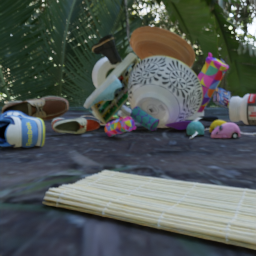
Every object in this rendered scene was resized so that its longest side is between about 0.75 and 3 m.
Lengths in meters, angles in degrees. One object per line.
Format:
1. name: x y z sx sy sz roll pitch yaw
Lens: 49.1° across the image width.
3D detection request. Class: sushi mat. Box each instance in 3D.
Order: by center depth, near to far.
1. sushi mat: 0.438 0.579 2.221 2.053 0.124 0.982 2 5 27

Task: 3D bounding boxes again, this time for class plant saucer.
1. plant saucer: 1.154 -2.642 9.873 2.390 0.386 2.390 23 -13 5

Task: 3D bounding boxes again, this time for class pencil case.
1. pencil case: -0.203 -0.015 6.583 0.376 0.376 0.850 -4 -6 -37
2. pencil case: 0.477 -0.270 7.987 0.416 0.383 0.901 -29 48 -31
3. pencil case: 2.869 -1.613 10.430 0.938 2.122 0.938 19 27 -10

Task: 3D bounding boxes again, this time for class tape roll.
1. tape roll: -0.575 -1.809 9.854 1.329 1.329 0.465 -3 19 -29

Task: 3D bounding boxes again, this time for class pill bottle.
1. pill bottle: 4.838 -0.673 10.274 1.988 1.152 1.152 3 6 34

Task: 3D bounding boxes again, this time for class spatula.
1. spatula: 2.209 -0.203 8.827 0.795 0.289 2.814 -13 -1 41

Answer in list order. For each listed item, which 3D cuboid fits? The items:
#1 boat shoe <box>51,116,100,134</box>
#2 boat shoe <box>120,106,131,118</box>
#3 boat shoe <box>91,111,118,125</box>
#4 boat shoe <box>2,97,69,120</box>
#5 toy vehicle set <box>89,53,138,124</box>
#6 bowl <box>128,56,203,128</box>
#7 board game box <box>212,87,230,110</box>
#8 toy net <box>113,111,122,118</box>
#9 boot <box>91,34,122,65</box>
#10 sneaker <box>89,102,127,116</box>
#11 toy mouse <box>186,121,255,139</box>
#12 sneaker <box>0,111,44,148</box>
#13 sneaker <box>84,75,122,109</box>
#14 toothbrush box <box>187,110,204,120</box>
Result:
1. boat shoe: -1.320 -0.061 7.268 1.288 0.458 0.403 0 13 -22
2. boat shoe: -0.053 -0.478 10.299 0.481 0.427 1.306 46 7 16
3. boat shoe: -0.910 -0.395 10.632 0.611 0.537 1.715 -1 6 -33
4. boat shoe: -4.135 -0.773 12.494 2.939 1.113 1.055 -10 10 -6
5. toy vehicle set: -0.358 -1.281 9.375 0.288 2.169 1.348 35 -12 27
6. bowl: 0.936 -0.812 8.639 2.495 2.495 1.171 3 40 27
7. board game box: 3.578 -1.224 11.037 0.938 0.939 0.290 26 -37 -13
8. toy net: 0.156 -0.759 14.562 2.810 0.543 1.474 -2 5 -20
9. boot: -0.645 -2.132 8.202 0.461 0.823 1.189 -28 8 -21
10. sneaker: -1.221 -1.405 18.072 2.610 1.190 1.012 0 5 9
11. toy mouse: 2.058 0.028 6.907 1.643 0.358 1.849 -4 6 -36
12. sneaker: -2.349 0.017 5.508 0.740 0.665 1.799 -8 8 -44
13. sneaker: -0.686 -0.934 8.103 1.298 0.532 0.480 -44 13 -9
14. toothbrush box: 2.462 -1.182 13.412 2.173 1.591 0.927 -2 5 -11
